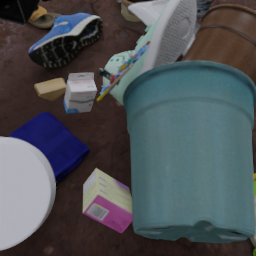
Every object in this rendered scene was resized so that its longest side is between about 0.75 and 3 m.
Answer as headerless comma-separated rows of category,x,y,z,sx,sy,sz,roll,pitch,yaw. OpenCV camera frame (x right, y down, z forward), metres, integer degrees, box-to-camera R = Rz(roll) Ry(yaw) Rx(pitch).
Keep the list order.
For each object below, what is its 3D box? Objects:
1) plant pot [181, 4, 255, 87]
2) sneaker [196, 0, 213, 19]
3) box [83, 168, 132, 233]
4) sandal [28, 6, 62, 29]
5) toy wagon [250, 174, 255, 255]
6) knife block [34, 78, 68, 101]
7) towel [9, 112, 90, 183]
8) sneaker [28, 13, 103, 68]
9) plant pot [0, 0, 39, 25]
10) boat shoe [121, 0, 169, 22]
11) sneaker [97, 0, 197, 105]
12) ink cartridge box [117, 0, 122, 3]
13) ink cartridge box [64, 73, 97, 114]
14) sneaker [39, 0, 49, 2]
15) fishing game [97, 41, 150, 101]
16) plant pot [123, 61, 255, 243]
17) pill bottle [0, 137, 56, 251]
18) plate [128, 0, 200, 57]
plant pot,1.726,-1.049,5.376,1.751,1.751,1.734,33,82,17
sneaker,1.923,-3.342,7.256,0.965,1.067,2.505,8,26,4
box,-0.372,1.317,5.166,0.825,0.937,0.453,34,102,-18
sandal,-3.457,-4.301,10.561,2.057,0.555,0.826,20,63,11
toy wagon,3.671,2.266,7.037,1.813,0.462,2.336,-16,62,-9
knife block,-1.684,-1.016,6.763,0.806,0.918,0.294,-35,77,8
towel,-2.257,0.535,8.010,1.989,0.493,1.469,40,62,20
sneaker,-2.264,-3.132,9.751,1.280,1.128,2.872,34,59,26
plant pot,-2.545,-3.158,5.872,1.296,1.299,1.152,17,55,14
boat shoe,0.935,-3.860,9.040,2.330,0.752,0.830,2,65,1
sneaker,0.314,-1.831,6.291,1.640,1.023,2.780,33,99,40
ink cartridge box,0.376,-5.379,10.831,1.522,1.105,0.635,14,64,7
ink cartridge box,-1.143,-0.814,6.687,0.627,1.080,0.367,-9,60,-24
sneaker,-1.687,-3.609,6.963,0.966,2.205,0.835,14,87,-22
fishing game,-0.125,-1.063,4.977,0.259,1.195,1.668,43,34,-12
plant pot,1.034,0.580,4.709,2.407,2.407,2.357,3,63,1
pill bottle,-2.128,1.036,4.805,1.654,2.894,1.654,3,80,-19
plate,1.340,-2.684,7.389,2.230,0.360,2.225,42,37,3
